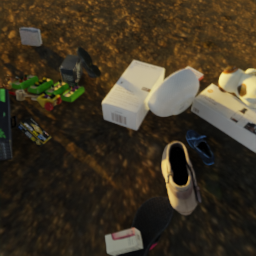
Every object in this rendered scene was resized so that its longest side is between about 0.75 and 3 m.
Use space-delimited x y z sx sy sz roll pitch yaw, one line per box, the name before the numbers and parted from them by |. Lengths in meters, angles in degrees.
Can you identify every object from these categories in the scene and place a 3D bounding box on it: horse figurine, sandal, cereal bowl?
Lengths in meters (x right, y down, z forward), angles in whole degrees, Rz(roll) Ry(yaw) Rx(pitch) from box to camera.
horse figurine | -4.739 -1.761 11.152 0.194 0.516 0.779 34 96 29
sandal | 0.416 2.831 7.351 0.882 0.529 2.349 25 69 27
cereal bowl | 1.685 -1.057 9.681 1.973 1.973 0.822 -29 68 -22

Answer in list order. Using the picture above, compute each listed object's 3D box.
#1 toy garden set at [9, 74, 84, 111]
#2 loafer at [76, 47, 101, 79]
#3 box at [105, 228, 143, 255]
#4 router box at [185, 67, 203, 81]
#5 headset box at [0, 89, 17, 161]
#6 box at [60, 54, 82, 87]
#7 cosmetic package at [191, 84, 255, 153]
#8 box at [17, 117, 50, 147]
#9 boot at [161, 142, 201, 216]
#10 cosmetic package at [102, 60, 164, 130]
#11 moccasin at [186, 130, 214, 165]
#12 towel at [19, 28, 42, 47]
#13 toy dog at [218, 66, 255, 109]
toy garden set | -3.225 -1.473 10.418 2.542 0.507 2.119 14 31 12
loafer | -1.701 -2.574 11.302 0.510 1.410 0.513 -14 29 37
box | -0.101 2.796 6.861 0.782 0.500 0.426 -18 56 10
router box | 2.598 -2.167 11.690 0.715 0.195 0.797 -36 59 -27
headset box | -4.876 -0.062 8.885 2.499 1.159 2.176 -3 54 -20
box | -2.288 -2.310 11.336 0.576 0.914 0.930 9 51 8
cosmetic package | 3.742 -0.389 9.849 1.173 0.720 2.843 -36 59 -28
box | -3.055 0.130 9.128 0.976 0.241 0.780 45 13 -8
boot | 1.382 1.048 7.742 0.966 2.010 2.749 -14 49 4
cosmetic package | 0.257 -1.292 10.437 1.373 1.000 2.701 19 53 15
moccasin | 2.417 0.543 9.189 0.563 0.477 1.399 -27 54 -13
towel | -4.561 -4.233 13.034 0.940 0.778 0.402 7 50 1
toy dog | 3.989 -1.377 9.636 1.725 1.241 1.779 -33 54 -28
